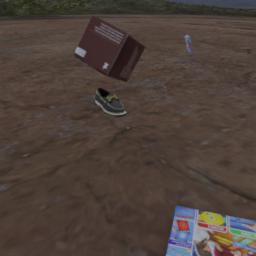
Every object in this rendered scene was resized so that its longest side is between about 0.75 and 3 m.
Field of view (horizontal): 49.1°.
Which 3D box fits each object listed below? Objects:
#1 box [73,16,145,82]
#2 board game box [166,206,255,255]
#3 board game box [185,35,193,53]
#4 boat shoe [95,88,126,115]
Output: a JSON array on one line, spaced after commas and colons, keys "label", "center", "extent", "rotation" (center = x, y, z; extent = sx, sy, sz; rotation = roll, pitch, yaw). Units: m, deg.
[{"label": "box", "center": [-0.377, -1.697, 6.207], "extent": [0.953, 0.943, 1.149], "rotation": [33, 13, 16]}, {"label": "board game box", "center": [1.608, 1.941, 4.290], "extent": [1.974, 0.340, 1.336], "rotation": [8, 28, 15]}, {"label": "board game box", "center": [2.504, -3.469, 11.546], "extent": [0.152, 0.595, 0.880], "rotation": [-13, 22, 10]}, {"label": "boat shoe", "center": [-0.664, -0.936, 9.785], "extent": [0.618, 0.522, 1.734], "rotation": [-17, 31, -30]}]
